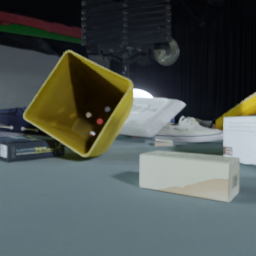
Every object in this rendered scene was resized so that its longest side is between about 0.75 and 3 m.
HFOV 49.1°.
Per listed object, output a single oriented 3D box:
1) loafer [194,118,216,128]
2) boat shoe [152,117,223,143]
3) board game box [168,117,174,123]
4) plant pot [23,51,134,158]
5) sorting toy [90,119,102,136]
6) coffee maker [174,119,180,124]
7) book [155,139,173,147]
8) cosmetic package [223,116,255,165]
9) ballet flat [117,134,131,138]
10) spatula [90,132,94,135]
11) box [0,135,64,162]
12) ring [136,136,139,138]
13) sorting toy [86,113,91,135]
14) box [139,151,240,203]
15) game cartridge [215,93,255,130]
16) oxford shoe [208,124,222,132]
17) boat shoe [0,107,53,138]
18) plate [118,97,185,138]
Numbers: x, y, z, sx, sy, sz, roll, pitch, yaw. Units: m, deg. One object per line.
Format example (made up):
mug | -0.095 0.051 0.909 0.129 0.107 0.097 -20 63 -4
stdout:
loafer | 4.258 -0.082 13.892 2.571 0.809 0.924 -2 3 -29
boat shoe | 2.111 0.041 10.218 2.647 0.924 0.938 1 3 32
board game box | 1.259 -0.355 13.056 1.731 0.442 2.555 -16 7 12
plant pot | -0.980 -0.393 7.001 1.931 1.931 1.703 29 -7 18
sorting toy | -1.648 0.244 10.519 2.749 0.953 0.947 -1 -27 22
coffee maker | 2.363 -0.110 14.044 1.153 0.777 1.108 -6 -5 -13
book | 1.158 0.498 9.117 0.557 0.200 0.833 5 2 5
cosmetic package | 3.660 0.216 6.075 2.821 1.044 1.434 0 1 -19
ballet flat | -0.350 0.224 12.213 1.182 0.376 0.398 3 3 43
spatula | -0.981 0.247 8.626 0.752 0.087 1.081 -36 32 -20
box | -2.618 0.458 6.911 1.390 0.450 1.763 -1 4 -44
ring | -0.038 0.030 12.149 1.307 0.125 1.307 31 3 -2
sorting toy | -1.926 -0.273 12.154 2.375 0.468 2.566 -13 36 -37
box | 0.808 0.607 3.788 1.229 0.478 0.584 2 4 34
game cartridge | 3.647 -0.402 6.961 2.172 0.400 2.464 -4 -15 -7
oxford shoe | 3.657 0.203 12.007 0.548 0.549 1.538 24 -2 7
boat shoe | -2.967 -0.062 9.124 2.718 1.260 1.015 -2 4 -26
plate | 0.403 -0.607 11.249 2.920 0.472 2.913 7 31 36
